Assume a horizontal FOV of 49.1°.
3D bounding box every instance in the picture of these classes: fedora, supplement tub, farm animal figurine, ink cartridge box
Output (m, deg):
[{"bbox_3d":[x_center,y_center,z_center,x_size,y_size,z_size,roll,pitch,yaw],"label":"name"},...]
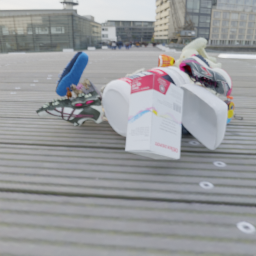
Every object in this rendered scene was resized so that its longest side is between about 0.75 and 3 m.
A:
[{"bbox_3d":[-1.487,-1.386,11.094,0.494,0.968,1.095,-35,63,-11],"label":"fedora"},{"bbox_3d":[0.735,-1.060,10.449,2.952,2.071,2.071,-24,30,-33],"label":"supplement tub"},{"bbox_3d":[-1.928,-1.461,10.766,1.031,1.019,0.537,-28,67,-8],"label":"farm animal figurine"},{"bbox_3d":[0.781,-0.245,7.930,0.903,2.108,1.556,-3,-15,40],"label":"ink cartridge box"}]

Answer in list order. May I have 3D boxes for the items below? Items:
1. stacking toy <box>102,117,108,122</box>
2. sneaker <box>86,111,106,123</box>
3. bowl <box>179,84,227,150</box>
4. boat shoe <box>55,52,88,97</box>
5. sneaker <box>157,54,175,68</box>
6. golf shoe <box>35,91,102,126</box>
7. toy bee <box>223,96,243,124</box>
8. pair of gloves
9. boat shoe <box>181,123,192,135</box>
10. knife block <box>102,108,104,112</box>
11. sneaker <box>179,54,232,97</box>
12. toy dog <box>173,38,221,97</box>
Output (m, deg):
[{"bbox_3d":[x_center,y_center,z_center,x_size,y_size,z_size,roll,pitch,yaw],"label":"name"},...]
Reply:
[{"bbox_3d":[-0.485,-0.497,11.603,1.104,0.515,1.219,17,14,17],"label":"stacking toy"},{"bbox_3d":[-1.921,-0.679,11.886,1.892,0.701,0.837,0,-24,26],"label":"sneaker"},{"bbox_3d":[2.542,-0.469,9.359,0.730,1.952,1.955,-27,46,-16],"label":"bowl"},{"bbox_3d":[-2.200,-2.094,11.003,0.814,1.934,0.664,36,4,-43],"label":"boat shoe"},{"bbox_3d":[1.718,-2.928,12.626,0.763,0.722,1.979,5,20,4],"label":"sneaker"},{"bbox_3d":[-2.252,-0.567,10.572,2.708,1.193,1.045,-7,23,21],"label":"golf shoe"},{"bbox_3d":[4.153,-0.830,12.303,1.362,1.131,2.080,16,26,39],"label":"toy bee"},{"bbox_3d":[-0.215,-1.984,11.817,2.045,0.359,1.739,-26,6,14],"label":"pair of gloves"},{"bbox_3d":[2.443,-0.259,11.335,1.003,0.781,2.209,7,28,19],"label":"boat shoe"},{"bbox_3d":[-0.966,-0.719,13.026,1.296,0.415,1.138,3,19,10],"label":"knife block"},{"bbox_3d":[2.489,-1.605,9.046,0.739,0.798,1.979,-29,55,-24],"label":"sneaker"},{"bbox_3d":[2.939,-2.077,12.254,2.717,1.955,2.802,-19,53,16],"label":"toy dog"}]
